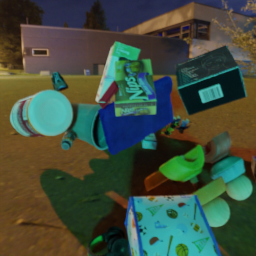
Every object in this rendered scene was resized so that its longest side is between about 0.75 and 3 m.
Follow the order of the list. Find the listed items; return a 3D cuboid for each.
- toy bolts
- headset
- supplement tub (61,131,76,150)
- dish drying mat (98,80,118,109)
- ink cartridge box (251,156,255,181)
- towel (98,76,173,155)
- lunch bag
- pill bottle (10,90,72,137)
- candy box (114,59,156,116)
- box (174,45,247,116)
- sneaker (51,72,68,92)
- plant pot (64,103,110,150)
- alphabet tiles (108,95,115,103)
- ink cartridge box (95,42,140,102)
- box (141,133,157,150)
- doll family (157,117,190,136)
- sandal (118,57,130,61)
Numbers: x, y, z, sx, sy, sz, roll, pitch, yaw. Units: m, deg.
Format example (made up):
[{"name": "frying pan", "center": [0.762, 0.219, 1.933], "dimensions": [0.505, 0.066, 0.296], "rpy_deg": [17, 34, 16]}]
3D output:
[{"name": "toy bolts", "center": [1.818, 1.378, 6.809], "dimensions": [2.371, 1.644, 2.265], "rpy_deg": [-22, -16, -33]}, {"name": "headset", "center": [-0.182, 2.131, 5.067], "dimensions": [1.089, 0.511, 0.672], "rpy_deg": [-18, 13, -9]}, {"name": "supplement tub", "center": [-2.033, 0.435, 9.490], "dimensions": [0.404, 0.404, 0.755], "rpy_deg": [1, 28, 4]}, {"name": "dish drying mat", "center": [-0.582, -0.952, 8.064], "dimensions": [0.080, 0.874, 0.336], "rpy_deg": [6, 46, -42]}, {"name": "ink cartridge box", "center": [4.964, 1.326, 7.886], "dimensions": [2.649, 0.491, 1.254], "rpy_deg": [7, 16, 15]}, {"name": "towel", "center": [0.330, -0.467, 9.910], "dimensions": [2.873, 2.122, 0.712], "rpy_deg": [-29, 45, -21]}, {"name": "lunch bag", "center": [0.674, 1.916, 4.467], "dimensions": [1.288, 0.938, 1.515], "rpy_deg": [-1, 34, -11]}, {"name": "pill bottle", "center": [-3.047, -0.409, 9.444], "dimensions": [1.424, 1.424, 2.521], "rpy_deg": [-12, 5, -38]}, {"name": "candy box", "center": [0.183, -1.309, 8.847], "dimensions": [1.225, 0.593, 2.099], "rpy_deg": [-2, 47, 1]}, {"name": "box", "center": [3.141, -1.906, 11.054], "dimensions": [2.260, 1.401, 2.222], "rpy_deg": [-18, 33, 19]}, {"name": "sneaker", "center": [-2.485, -1.647, 10.111], "dimensions": [0.526, 0.589, 1.438], "rpy_deg": [-23, 6, -15]}, {"name": "plant pot", "center": [-1.455, -0.195, 10.306], "dimensions": [1.647, 1.682, 1.682], "rpy_deg": [13, 19, 30]}, {"name": "alphabet tiles", "center": [-0.533, -1.170, 11.396], "dimensions": [0.052, 1.635, 1.361], "rpy_deg": [15, 39, -28]}, {"name": "ink cartridge box", "center": [-0.594, -2.539, 14.059], "dimensions": [1.312, 2.998, 2.179], "rpy_deg": [15, 6, -11]}, {"name": "box", "center": [0.803, 0.479, 11.087], "dimensions": [0.517, 0.309, 1.256], "rpy_deg": [7, 16, -2]}, {"name": "doll family", "center": [1.926, -0.023, 12.064], "dimensions": [1.542, 0.605, 0.891], "rpy_deg": [-24, 15, 35]}, {"name": "sandal", "center": [0.153, -2.566, 11.695], "dimensions": [1.282, 0.482, 0.307], "rpy_deg": [30, 40, -7]}]
